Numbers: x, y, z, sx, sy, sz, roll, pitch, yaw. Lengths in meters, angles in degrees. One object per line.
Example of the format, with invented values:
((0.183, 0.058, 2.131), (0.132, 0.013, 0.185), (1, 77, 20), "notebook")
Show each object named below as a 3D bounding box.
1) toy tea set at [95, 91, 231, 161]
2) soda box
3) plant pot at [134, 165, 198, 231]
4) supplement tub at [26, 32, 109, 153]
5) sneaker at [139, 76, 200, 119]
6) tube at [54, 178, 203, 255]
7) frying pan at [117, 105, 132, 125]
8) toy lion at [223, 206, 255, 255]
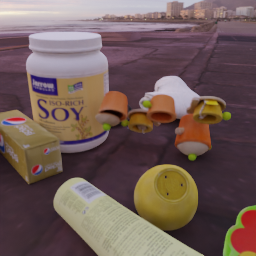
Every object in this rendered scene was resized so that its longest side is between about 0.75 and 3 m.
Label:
((0.655, 0.014, 5.825), (2.645, 1.573, 0.979), (5, 68, 8), "toy tea set")
((-2.261, 0.299, 5.989), (0.716, 0.757, 2.235), (-18, 29, -37), "soda box")
((0.577, 0.918, 4.015), (0.970, 0.688, 0.970), (0, 63, 0), "plant pot")
((-1.344, -0.865, 6.485), (1.785, 2.455, 1.785), (0, 25, 0), "supplement tub")
((1.026, -1.008, 8.823), (1.569, 1.000, 2.716), (-4, 24, -17), "sneaker")
((-0.043, 1.438, 3.534), (2.436, 0.707, 0.632), (23, 3, 39), "tube")
((-0.804, -0.333, 7.953), (1.947, 0.317, 1.178), (-17, 40, -24), "frying pan")
((2.254, 1.451, 2.608), (2.384, 0.819, 2.286), (-16, 34, -15), "toy lion")
